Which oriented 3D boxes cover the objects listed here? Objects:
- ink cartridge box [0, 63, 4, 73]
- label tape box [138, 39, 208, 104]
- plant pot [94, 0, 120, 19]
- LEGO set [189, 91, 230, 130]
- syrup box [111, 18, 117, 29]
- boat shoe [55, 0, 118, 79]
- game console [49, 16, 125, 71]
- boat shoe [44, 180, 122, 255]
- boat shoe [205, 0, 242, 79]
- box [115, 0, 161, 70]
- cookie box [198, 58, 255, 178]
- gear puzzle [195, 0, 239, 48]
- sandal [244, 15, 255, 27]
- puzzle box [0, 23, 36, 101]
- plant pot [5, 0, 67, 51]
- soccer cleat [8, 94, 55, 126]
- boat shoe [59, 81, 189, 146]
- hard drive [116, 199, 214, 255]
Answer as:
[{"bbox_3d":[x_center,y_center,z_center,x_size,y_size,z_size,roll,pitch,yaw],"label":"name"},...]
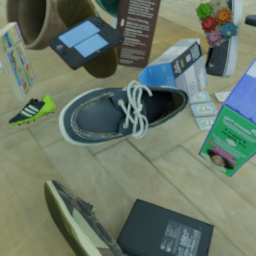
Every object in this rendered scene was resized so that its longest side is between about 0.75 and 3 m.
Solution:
[{"bbox_3d":[-3.971,-1.938,8.395,0.837,0.198,0.670,-36,66,-10],"label":"ink cartridge box"},{"bbox_3d":[1.166,-1.185,6.866,0.602,1.305,1.821,14,47,43],"label":"label tape box"},{"bbox_3d":[-0.417,-4.891,9.696,1.974,1.974,1.584,-17,33,-19],"label":"plant pot"},{"bbox_3d":[3.497,-0.829,9.751,2.534,0.622,1.893,-5,45,-5],"label":"LEGO set"},{"bbox_3d":[0.010,-4.734,11.363,0.893,2.269,0.924,20,20,-5],"label":"syrup box"},{"bbox_3d":[-0.930,-2.350,6.959,1.014,2.770,0.898,-14,58,4],"label":"boat shoe"},{"bbox_3d":[-0.714,-1.445,4.662,1.046,0.162,0.925,-35,54,-14],"label":"game console"},{"bbox_3d":[-1.082,2.080,6.296,0.830,0.903,2.526,-18,45,-33],"label":"boat shoe"},{"bbox_3d":[2.619,-2.895,8.152,0.948,2.863,1.001,3,5,-2],"label":"boat shoe"},{"bbox_3d":[0.234,-3.226,8.312,1.036,2.765,1.385,8,17,-14],"label":"box"},{"bbox_3d":[2.353,-0.369,5.186,0.896,2.385,2.040,35,74,18],"label":"cookie box"},{"bbox_3d":[2.149,-2.914,7.047,0.830,1.602,0.210,-21,-6,27],"label":"gear puzzle"},{"bbox_3d":[4.061,-2.318,7.146,2.416,0.517,0.919,33,41,24],"label":"sandal"},{"bbox_3d":[-2.905,-1.711,7.306,0.218,1.716,1.141,-4,38,6],"label":"puzzle box"},{"bbox_3d":[-2.424,-3.760,9.258,2.504,2.504,2.184,35,28,33],"label":"plant pot"},{"bbox_3d":[-2.142,-0.376,6.171,1.137,0.461,0.384,-21,-3,10],"label":"soccer cleat"},{"bbox_3d":[0.076,-0.280,4.730,2.533,0.948,0.783,-11,4,-43],"label":"boat shoe"},{"bbox_3d":[0.824,2.437,6.236,1.902,0.313,1.327,16,44,17],"label":"hard drive"}]
